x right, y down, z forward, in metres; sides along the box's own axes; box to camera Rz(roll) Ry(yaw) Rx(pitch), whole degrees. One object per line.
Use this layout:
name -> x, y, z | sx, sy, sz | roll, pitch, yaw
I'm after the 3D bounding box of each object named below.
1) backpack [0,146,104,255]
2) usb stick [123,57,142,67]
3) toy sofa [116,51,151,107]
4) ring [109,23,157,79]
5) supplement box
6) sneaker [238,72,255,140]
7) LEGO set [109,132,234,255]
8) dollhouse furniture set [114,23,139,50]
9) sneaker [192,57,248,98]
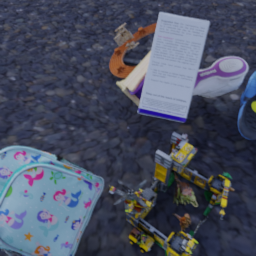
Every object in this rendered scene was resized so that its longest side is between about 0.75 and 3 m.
backpack -> -1.699, 1.335, 5.110 | 2.125, 1.600, 1.886 | 27, 77, -11
usb stick -> 0.671, -2.202, 9.987 | 2.062, 0.336, 0.572 | 13, 20, 13
toy sofa -> 0.723, -1.557, 7.732 | 2.020, 0.836, 0.985 | -49, 35, 1
ring -> 0.589, -2.754, 9.434 | 2.901, 0.278, 2.901 | -20, 42, 19
supplement box -> 0.998, -1.329, 6.408 | 1.117, 2.161, 1.093 | 12, 11, 6
sneaker -> 3.668, -0.570, 8.020 | 0.944, 1.123, 2.864 | 27, 55, 8
LEGO set -> 1.075, 1.325, 5.907 | 2.627, 1.522, 2.020 | -35, 56, -28
dollhouse furniture set -> -0.032, -2.880, 8.771 | 0.507, 0.716, 0.780 | -45, 22, -16
sneaker -> 2.106, -1.209, 8.247 | 2.644, 1.317, 0.990 | -9, 62, 8
